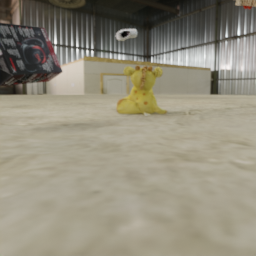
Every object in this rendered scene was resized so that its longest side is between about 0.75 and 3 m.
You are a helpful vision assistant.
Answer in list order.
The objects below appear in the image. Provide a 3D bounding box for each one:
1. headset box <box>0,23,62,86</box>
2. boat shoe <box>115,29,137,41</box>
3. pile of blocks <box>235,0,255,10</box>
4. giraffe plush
[{"bbox_3d":[-3.529,-2.518,9.696,0.916,1.814,2.441,-22,1,34],"label":"headset box"},{"bbox_3d":[-0.181,-3.893,11.733,0.434,0.456,1.268,-12,21,-39],"label":"boat shoe"},{"bbox_3d":[2.987,-2.999,6.697,0.975,0.303,0.400,11,32,12],"label":"pile of blocks"},{"bbox_3d":[0.638,-1.897,13.966,2.481,2.332,2.875,-3,9,-20],"label":"giraffe plush"}]
